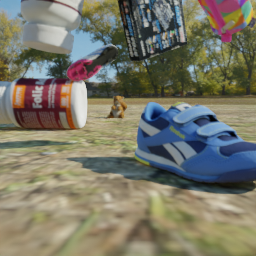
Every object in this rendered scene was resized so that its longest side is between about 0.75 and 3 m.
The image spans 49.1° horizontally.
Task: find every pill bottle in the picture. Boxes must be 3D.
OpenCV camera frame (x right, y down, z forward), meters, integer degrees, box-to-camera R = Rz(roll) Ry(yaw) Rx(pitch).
[{"bbox_3d":[-1.851,-3.332,6.979,1.470,2.684,1.470,8,5,-1],"label":"pill bottle"},{"bbox_3d":[-2.282,-0.642,7.254,2.255,1.288,1.288,1,6,2],"label":"pill bottle"}]

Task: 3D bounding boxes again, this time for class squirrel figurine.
[{"bbox_3d":[-0.427,-0.888,11.818,0.694,0.916,0.981,1,6,15],"label":"squirrel figurine"}]

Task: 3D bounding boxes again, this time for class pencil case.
[{"bbox_3d":[1.245,-1.937,3.859,0.700,0.700,1.584,5,-20,39],"label":"pencil case"}]

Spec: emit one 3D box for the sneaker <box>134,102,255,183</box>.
[{"bbox_3d":[0.684,0.103,2.855,0.647,0.720,1.751,-2,7,-39],"label":"sneaker"}]

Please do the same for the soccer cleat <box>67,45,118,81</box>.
[{"bbox_3d":[-0.894,-1.616,7.029,1.436,0.502,0.620,-31,23,-11],"label":"soccer cleat"}]

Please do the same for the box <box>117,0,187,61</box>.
[{"bbox_3d":[0.657,-3.099,7.499,1.759,2.213,0.509,-26,26,-26],"label":"box"}]
